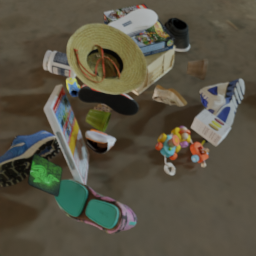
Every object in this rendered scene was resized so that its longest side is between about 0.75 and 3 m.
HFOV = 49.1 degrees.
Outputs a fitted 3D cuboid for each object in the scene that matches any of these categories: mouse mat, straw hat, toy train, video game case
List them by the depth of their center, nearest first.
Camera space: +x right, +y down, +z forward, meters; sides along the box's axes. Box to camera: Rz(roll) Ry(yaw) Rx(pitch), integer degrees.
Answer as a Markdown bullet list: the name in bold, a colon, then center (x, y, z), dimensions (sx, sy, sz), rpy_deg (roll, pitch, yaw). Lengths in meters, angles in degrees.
- **mouse mat**: center (-2.065, 1.204, 7.080), dimensions (0.040, 1.051, 0.846), rpy_deg (-19, 52, 26)
- **video game case**: center (-1.722, 0.228, 8.326), dimensions (0.231, 2.645, 1.891), rpy_deg (-15, 26, 3)
- **straw hat**: center (-0.792, -1.815, 8.466), dimensions (2.580, 1.092, 2.580), rpy_deg (13, 60, -23)
- **toy train**: center (1.838, 0.661, 8.925), dimensions (2.063, 0.574, 1.550), rpy_deg (-14, 73, -41)

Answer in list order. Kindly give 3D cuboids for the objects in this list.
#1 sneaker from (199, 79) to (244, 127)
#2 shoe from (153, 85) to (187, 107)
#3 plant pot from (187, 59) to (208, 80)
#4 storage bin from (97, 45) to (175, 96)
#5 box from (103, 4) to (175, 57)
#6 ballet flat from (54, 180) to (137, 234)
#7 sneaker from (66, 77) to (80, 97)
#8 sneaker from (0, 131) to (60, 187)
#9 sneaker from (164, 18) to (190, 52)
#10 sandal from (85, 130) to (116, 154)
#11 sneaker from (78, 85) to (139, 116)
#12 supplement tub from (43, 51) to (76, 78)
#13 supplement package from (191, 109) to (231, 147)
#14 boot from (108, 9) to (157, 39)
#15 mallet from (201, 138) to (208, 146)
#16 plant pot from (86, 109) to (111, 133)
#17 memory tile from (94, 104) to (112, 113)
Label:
- **sneaker**: center (3.266, -0.852, 10.543), dimensions (1.443, 1.009, 2.499), rpy_deg (6, 48, 45)
- **shoe**: center (1.503, -1.102, 10.507), dimensions (0.580, 0.760, 2.173), rpy_deg (-49, 24, 2)
- **plant pot**: center (2.690, -2.314, 10.985), dimensions (0.702, 0.810, 0.810), rpy_deg (7, 52, 4)
- **storage bin**: center (0.307, -3.119, 12.327), dimensions (2.585, 1.212, 2.567), rpy_deg (35, 59, 25)
- **box**: center (0.384, -4.207, 12.054), dimensions (2.031, 0.560, 2.973), rpy_deg (-19, 54, -13)
- **ballet flat**: center (-0.876, 2.060, 7.263), dimensions (2.705, 0.962, 0.935), rpy_deg (9, 71, 42)
- **sneaker**: center (-2.129, -1.427, 10.908), dimensions (0.491, 1.298, 0.682), rpy_deg (-13, 75, -1)
- **sneaker**: center (-3.585, 0.947, 9.305), dimensions (2.606, 1.023, 1.162), rpy_deg (-32, 45, -27)
- **sneaker**: center (1.579, -4.596, 13.350), dimensions (2.891, 1.434, 1.022), rpy_deg (12, 54, 11)
- **sandal**: center (-1.025, 0.487, 9.124), dimensions (0.872, 2.276, 0.652), rpy_deg (22, 92, 8)
- **sneaker**: center (-0.644, -1.202, 10.431), dimensions (2.260, 0.755, 1.212), rpy_deg (15, 27, 0)
- **supplement tub**: center (-2.658, -2.551, 11.218), dimensions (1.257, 0.882, 0.882), rpy_deg (15, 52, -4)
- **supplement package**: center (2.115, -0.005, 7.194), dimensions (0.818, 0.448, 0.465), rpy_deg (39, 59, 21)
- **boot**: center (0.031, -3.730, 10.670), dimensions (2.259, 1.020, 0.822), rpy_deg (-26, 79, -21)
- **mallet**: center (2.563, 0.685, 9.943), dimensions (0.222, 0.356, 1.081), rpy_deg (30, 72, 23)
- **plant pot**: center (-1.109, -0.324, 10.231), dimensions (0.753, 0.782, 0.782), rpy_deg (22, 54, 2)
- **memory tile**: center (-1.045, -0.716, 11.116), dimensions (0.601, 0.066, 0.785), rpy_deg (34, 59, 24)
